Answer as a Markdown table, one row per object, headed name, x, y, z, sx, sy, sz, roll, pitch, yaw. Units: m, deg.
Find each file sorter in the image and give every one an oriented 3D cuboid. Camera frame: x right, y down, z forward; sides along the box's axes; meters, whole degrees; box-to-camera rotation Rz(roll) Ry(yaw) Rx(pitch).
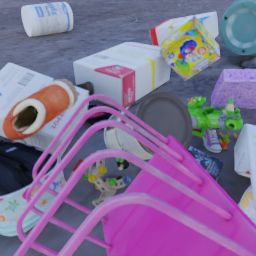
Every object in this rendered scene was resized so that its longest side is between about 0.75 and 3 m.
| name | x | y | z | sx | sy | sz | roll | pitch | yaw |
| --- | --- | --- | --- | --- | --- | --- | --- | --- | --- |
| file sorter | -0.147 | 0.863 | 2.837 | 1.534 | 1.700 | 2.446 | 34 | 10 | -20 |

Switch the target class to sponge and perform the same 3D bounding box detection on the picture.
| name | x | y | z | sx | sy | sz | roll | pitch | yaw |
| --- | --- | --- | --- | --- | --- | --- | --- | --- | --- |
| sponge | 3.896 | -1.017 | 7.715 | 2.898 | 1.617 | 0.432 | 3 | 69 | 4 |

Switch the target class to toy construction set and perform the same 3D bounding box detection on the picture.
| name | x | y | z | sx | sy | sz | roll | pitch | yaw |
| --- | --- | --- | --- | --- | --- | --- | --- | --- | --- |
| toy construction set | -0.602 | 1.019 | 5.280 | 1.171 | 0.977 | 0.900 | 2 | 41 | 24 |

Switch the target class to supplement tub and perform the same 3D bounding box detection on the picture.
| name | x | y | z | sx | sy | sz | roll | pitch | yaw |
| --- | --- | --- | --- | --- | --- | --- | --- | --- | --- |
| supplement tub | -4.313 | -5.865 | 15.087 | 2.370 | 1.563 | 1.563 | -21 | 39 | -28 |

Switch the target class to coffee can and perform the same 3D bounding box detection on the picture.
| name | x | y | z | sx | sy | sz | roll | pitch | yaw |
| --- | --- | --- | --- | --- | --- | --- | --- | --- | --- |
| coffee can | 0.319 | 0.059 | 5.523 | 1.161 | 1.161 | 1.586 | -19 | -1 | -26 |

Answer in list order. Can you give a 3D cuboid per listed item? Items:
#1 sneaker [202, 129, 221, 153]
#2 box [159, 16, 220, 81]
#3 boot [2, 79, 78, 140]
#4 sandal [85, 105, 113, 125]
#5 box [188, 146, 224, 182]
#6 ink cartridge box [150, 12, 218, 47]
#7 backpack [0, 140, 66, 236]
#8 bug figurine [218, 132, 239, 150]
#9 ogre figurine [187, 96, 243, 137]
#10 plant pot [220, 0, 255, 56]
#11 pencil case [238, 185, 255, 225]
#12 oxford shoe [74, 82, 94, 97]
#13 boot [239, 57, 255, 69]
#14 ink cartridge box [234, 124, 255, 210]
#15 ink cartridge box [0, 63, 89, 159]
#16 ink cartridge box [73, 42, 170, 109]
| name | x | y | z | sx | sy | sz | roll | pitch | yaw |
| --- | --- | --- | --- | --- | --- | --- | --- | --- | --- |
| sneaker | 2.028 | 0.170 | 6.834 | 0.334 | 0.525 | 0.920 | -3 | 35 | -8 |
| box | 1.858 | -2.363 | 8.459 | 1.294 | 1.246 | 0.789 | -33 | 30 | 36 |
| boot | -1.895 | -0.170 | 5.106 | 1.965 | 0.737 | 1.054 | -29 | 14 | 34 |
| sandal | -0.991 | -0.405 | 7.598 | 1.571 | 0.354 | 0.590 | 14 | 45 | 13 |
| box | 1.488 | 0.832 | 5.798 | 0.775 | 0.415 | 0.575 | 26 | 40 | 17 |
| ink cartridge box | 1.986 | -3.769 | 11.132 | 2.720 | 0.915 | 1.580 | 4 | 33 | 35 |
| backpack | -1.897 | 1.004 | 4.770 | 1.698 | 1.278 | 1.507 | 5 | 27 | 40 |
| bug figurine | 2.589 | 0.327 | 6.878 | 0.775 | 0.199 | 0.601 | 1 | 31 | 4 |
| ogre figurine | 1.885 | -0.239 | 6.423 | 1.119 | 0.916 | 1.867 | -1 | 30 | 10 |
| plant pot | 5.238 | -4.203 | 11.228 | 2.978 | 2.978 | 2.799 | 27 | 42 | 34 |
| pencil case | 2.648 | 1.582 | 4.455 | 1.780 | 0.740 | 0.807 | 28 | 22 | 34 |
| oxford shoe | -1.460 | -1.051 | 8.233 | 0.580 | 0.499 | 1.374 | -15 | 7 | -37 |
| boot | 4.990 | -2.490 | 11.140 | 0.970 | 0.338 | 0.638 | -20 | 45 | -18 |
| ink cartridge box | 3.149 | 1.063 | 4.800 | 2.406 | 0.749 | 2.989 | 17 | 30 | 12 |
| ink cartridge box | -2.244 | -0.446 | 6.681 | 2.168 | 0.908 | 1.573 | 20 | 52 | 5 |
| ink cartridge box | -0.100 | -1.866 | 9.316 | 1.992 | 1.145 | 2.744 | 22 | 40 | 32 |
